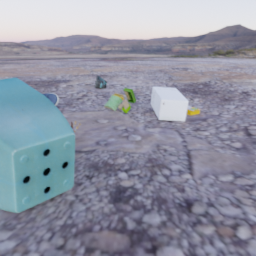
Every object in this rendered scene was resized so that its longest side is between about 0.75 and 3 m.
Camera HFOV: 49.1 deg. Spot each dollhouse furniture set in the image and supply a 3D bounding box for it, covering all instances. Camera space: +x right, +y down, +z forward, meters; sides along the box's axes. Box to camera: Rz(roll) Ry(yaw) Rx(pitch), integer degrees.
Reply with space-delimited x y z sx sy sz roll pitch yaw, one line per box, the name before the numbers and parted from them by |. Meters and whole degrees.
dollhouse furniture set | -0.435 -1.188 11.515 1.264 0.634 0.828 18 57 36

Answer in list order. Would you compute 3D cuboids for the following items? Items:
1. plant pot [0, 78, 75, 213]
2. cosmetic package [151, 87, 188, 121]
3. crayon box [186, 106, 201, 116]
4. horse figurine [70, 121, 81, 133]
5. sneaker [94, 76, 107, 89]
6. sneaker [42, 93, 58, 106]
plant pot | -2.342 0.332 5.530 2.666 1.884 1.883 25 29 36
cosmetic package | 1.530 -0.969 10.778 1.033 0.815 1.920 4 23 -5
crayon box | 2.480 -0.682 11.200 0.512 0.210 0.814 -11 20 -31
horse figurine | -1.697 0.157 7.992 0.292 0.775 1.170 41 4 -11
sneaker | -1.684 -2.735 17.263 0.701 0.667 1.770 12 22 -10
sneaker | -3.726 -0.999 10.871 1.970 0.738 0.832 -13 -10 -7
